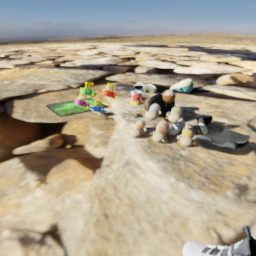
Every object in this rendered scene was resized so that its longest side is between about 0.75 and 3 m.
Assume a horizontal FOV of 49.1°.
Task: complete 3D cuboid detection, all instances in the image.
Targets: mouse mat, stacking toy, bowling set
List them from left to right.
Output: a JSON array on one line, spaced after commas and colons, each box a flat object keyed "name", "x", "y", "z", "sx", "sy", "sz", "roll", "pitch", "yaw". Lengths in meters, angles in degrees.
[{"name": "mouse mat", "x": -2.538, "y": -1.078, "z": 13.820, "sx": 2.576, "sy": 0.097, "sz": 2.073, "roll": -13, "pitch": 25, "yaw": -32}, {"name": "stacking toy", "x": 0.743, "y": -1.670, "z": 14.604, "sx": 1.272, "sy": 0.593, "sz": 1.405, "roll": -1, "pitch": 22, "yaw": -1}, {"name": "bowling set", "x": 1.199, "y": -0.380, "z": 9.988, "sx": 2.493, "sy": 1.735, "sz": 1.338, "roll": 3, "pitch": 24, "yaw": 16}]

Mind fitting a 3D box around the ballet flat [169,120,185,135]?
[{"name": "ballet flat", "x": 1.888, "y": -0.053, "z": 10.865, "sx": 0.390, "sy": 0.390, "sz": 1.087, "roll": 14, "pitch": 26, "yaw": 32}]

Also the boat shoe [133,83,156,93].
[{"name": "boat shoe", "x": 0.959, "y": -2.282, "z": 16.300, "sx": 1.435, "sy": 0.513, "sz": 0.429, "roll": 19, "pitch": 42, "yaw": 34}]

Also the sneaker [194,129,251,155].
[{"name": "sneaker", "x": 3.116, "y": 0.371, "z": 9.296, "sx": 1.656, "sy": 0.497, "sz": 0.864, "roll": 17, "pitch": 51, "yaw": 22}]

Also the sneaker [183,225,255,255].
[{"name": "sneaker", "x": 1.688, "y": 2.014, "z": 4.526, "sx": 1.681, "sy": 1.176, "sz": 0.653, "roll": 17, "pitch": 27, "yaw": 37}]

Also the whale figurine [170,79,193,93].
[{"name": "whale figurine", "x": 3.192, "y": -2.360, "z": 16.476, "sx": 1.372, "sy": 0.712, "sz": 1.092, "roll": -15, "pitch": 15, "yaw": 35}]

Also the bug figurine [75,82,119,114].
[{"name": "bug figurine", "x": -1.394, "y": -1.191, "z": 11.965, "sx": 1.624, "sy": 0.539, "sz": 2.094, "roll": 12, "pitch": -29, "yaw": -23}]

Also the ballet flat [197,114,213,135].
[{"name": "ballet flat", "x": 2.952, "y": -0.207, "z": 10.764, "sx": 0.514, "sy": 0.602, "sz": 1.810, "roll": -15, "pitch": 14, "yaw": 22}]

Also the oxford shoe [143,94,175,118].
[{"name": "oxford shoe", "x": 1.168, "y": -0.965, "z": 12.356, "sx": 1.167, "sy": 1.004, "sz": 2.764, "roll": -2, "pitch": 5, "yaw": 25}]
